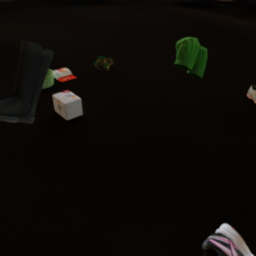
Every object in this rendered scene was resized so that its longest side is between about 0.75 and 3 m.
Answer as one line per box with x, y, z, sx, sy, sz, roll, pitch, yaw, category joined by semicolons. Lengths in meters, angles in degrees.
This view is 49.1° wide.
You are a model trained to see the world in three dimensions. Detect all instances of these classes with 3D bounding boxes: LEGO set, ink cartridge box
-1.048;-2.781;12.364;0.849;0.492;0.653;8;63;18;LEGO set
-1.913;-0.721;8.861;0.596;0.593;0.820;-24;40;-33;ink cartridge box
-2.667;-2.186;11.516;0.715;0.221;0.881;-26;38;-33;ink cartridge box

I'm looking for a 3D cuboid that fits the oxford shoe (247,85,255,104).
4.509;-1.076;9.563;0.417;0.435;1.177;-11;34;-16;oxford shoe

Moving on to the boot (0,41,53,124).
-2.435;-1.064;6.303;0.603;1.836;1.514;20;4;12;boot

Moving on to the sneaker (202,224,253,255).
1.755;2.267;4.306;0.681;0.634;1.578;-23;29;-16;sneaker

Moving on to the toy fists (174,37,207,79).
2.054;-2.293;9.078;0.652;0.966;1.896;21;5;34;toy fists

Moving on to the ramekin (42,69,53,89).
-3.348;-1.877;10.774;0.984;0.480;0.984;0;33;0;ramekin
